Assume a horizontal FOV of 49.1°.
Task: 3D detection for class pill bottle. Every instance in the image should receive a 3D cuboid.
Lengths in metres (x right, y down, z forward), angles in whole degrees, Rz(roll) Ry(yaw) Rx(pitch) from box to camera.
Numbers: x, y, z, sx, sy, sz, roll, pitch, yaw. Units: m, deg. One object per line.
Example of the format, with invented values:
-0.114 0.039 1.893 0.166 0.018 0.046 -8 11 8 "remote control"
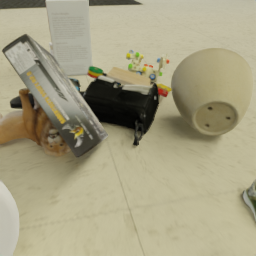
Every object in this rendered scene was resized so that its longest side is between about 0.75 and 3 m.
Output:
-2.473 0.725 3.332 1.509 1.509 2.711 -24 30 -33 "pill bottle"

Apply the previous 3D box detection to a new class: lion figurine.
-2.514 -0.068 6.275 2.561 1.568 0.928 -5 17 15 "lion figurine"

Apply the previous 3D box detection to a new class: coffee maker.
-0.254 -0.547 7.068 1.706 1.149 1.638 12 34 20 "coffee maker"

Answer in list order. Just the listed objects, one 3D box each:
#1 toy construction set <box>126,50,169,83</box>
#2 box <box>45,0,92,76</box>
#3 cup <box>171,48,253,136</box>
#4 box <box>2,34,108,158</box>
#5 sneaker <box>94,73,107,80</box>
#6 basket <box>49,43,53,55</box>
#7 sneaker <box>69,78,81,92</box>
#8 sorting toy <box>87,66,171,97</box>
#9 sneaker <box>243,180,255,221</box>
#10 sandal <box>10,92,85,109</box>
0.646 -2.140 9.613 1.579 1.035 0.727 10 -9 23 "toy construction set"
-2.132 -3.519 10.448 1.373 2.583 1.967 -5 32 -8 "box"
2.001 -0.660 6.629 1.991 1.991 1.424 4 41 7 "cup"
-1.296 -0.567 5.597 0.548 2.266 1.795 -34 2 0 "box"
-0.844 -1.641 9.052 0.366 0.659 0.942 -40 54 -17 "sneaker"
-3.113 -3.433 12.279 0.477 0.524 0.773 -14 34 -25 "basket"
-1.747 -1.389 8.845 0.546 0.488 1.334 -19 25 -23 "sneaker"
0.082 -1.371 8.752 2.631 0.445 1.268 18 25 0 "sorting toy"
2.323 1.302 4.710 0.425 0.490 1.105 -6 32 -10 "sneaker"
-1.664 -0.597 7.657 2.957 0.666 1.111 -9 24 -44 "sandal"
